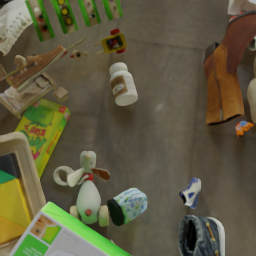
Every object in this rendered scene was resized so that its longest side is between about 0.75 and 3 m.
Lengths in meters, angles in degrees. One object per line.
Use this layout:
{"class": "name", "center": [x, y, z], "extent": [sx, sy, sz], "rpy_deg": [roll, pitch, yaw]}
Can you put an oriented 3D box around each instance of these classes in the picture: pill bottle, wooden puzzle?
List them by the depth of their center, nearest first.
{"class": "wooden puzzle", "center": [-3.367, 1.818, 6.533], "extent": [2.676, 0.539, 2.893], "rpy_deg": [-18, 87, -9]}
{"class": "pill bottle", "center": [-0.164, -1.253, 7.968], "extent": [0.635, 0.635, 1.110], "rpy_deg": [-14, 72, -5]}

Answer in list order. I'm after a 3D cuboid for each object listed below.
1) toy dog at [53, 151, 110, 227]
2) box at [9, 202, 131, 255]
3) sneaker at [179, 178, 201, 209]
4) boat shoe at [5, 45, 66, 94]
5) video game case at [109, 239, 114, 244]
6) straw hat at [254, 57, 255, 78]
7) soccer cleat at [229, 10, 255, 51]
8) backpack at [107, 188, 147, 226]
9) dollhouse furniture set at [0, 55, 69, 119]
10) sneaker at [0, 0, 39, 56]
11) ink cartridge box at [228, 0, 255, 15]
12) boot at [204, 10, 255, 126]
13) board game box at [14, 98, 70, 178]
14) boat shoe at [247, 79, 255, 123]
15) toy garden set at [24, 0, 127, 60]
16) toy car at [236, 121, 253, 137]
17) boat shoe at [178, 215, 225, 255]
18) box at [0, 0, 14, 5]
{"class": "toy dog", "center": [-1.012, 1.498, 6.819], "extent": [1.289, 0.942, 1.955], "rpy_deg": [-23, 73, -14]}
{"class": "box", "center": [-1.353, 3.124, 5.837], "extent": [2.365, 1.143, 2.087], "rpy_deg": [35, 81, -1]}
{"class": "sneaker", "center": [1.551, 1.611, 7.088], "extent": [0.444, 0.311, 0.769], "rpy_deg": [18, 71, -11]}
{"class": "boat shoe", "center": [-2.373, -1.628, 7.194], "extent": [1.696, 0.610, 0.577], "rpy_deg": [-43, 108, -6]}
{"class": "video game case", "center": [-0.511, 3.266, 6.644], "extent": [0.887, 0.113, 0.802], "rpy_deg": [-38, 75, -10]}
{"class": "straw hat", "center": [4.693, -1.799, 7.572], "extent": [2.250, 0.952, 2.250], "rpy_deg": [1, 92, 15]}
{"class": "soccer cleat", "center": [4.187, -2.805, 8.521], "extent": [2.388, 0.820, 1.017], "rpy_deg": [12, 94, -3]}
{"class": "backpack", "center": [0.030, 1.828, 6.649], "extent": [0.677, 0.718, 0.880], "rpy_deg": [6, 26, 40]}
{"class": "dollhouse furniture set", "center": [-3.218, -1.107, 7.258], "extent": [2.478, 1.210, 2.113], "rpy_deg": [34, 65, 25]}
{"class": "sneaker", "center": [-3.584, -2.845, 8.459], "extent": [2.654, 0.966, 1.124], "rpy_deg": [-34, 76, 0]}
{"class": "ink cartridge box", "center": [4.333, -4.114, 8.564], "extent": [2.032, 1.485, 0.857], "rpy_deg": [13, 70, 5]}
{"class": "boot", "center": [2.701, -1.456, 7.235], "extent": [0.830, 2.283, 2.425], "rpy_deg": [15, 67, -23]}
{"class": "board game box", "center": [-2.470, 0.234, 7.539], "extent": [1.019, 0.477, 2.005], "rpy_deg": [20, 71, 7]}
{"class": "boat shoe", "center": [3.675, -0.743, 7.853], "extent": [0.376, 0.454, 1.265], "rpy_deg": [5, 77, -35]}
{"class": "toy garden set", "center": [-1.293, -2.877, 7.930], "extent": [2.508, 0.500, 2.090], "rpy_deg": [-21, 112, -8]}
{"class": "toy car", "center": [3.364, -0.237, 7.598], "extent": [1.113, 0.546, 0.370], "rpy_deg": [-42, 75, 0]}
{"class": "boat shoe", "center": [1.613, 3.100, 6.107], "extent": [1.046, 0.815, 2.304], "rpy_deg": [22, 56, -34]}
{"class": "box", "center": [-4.389, -5.199, 9.374], "extent": [2.763, 0.688, 2.179], "rpy_deg": [-19, 71, -7]}
